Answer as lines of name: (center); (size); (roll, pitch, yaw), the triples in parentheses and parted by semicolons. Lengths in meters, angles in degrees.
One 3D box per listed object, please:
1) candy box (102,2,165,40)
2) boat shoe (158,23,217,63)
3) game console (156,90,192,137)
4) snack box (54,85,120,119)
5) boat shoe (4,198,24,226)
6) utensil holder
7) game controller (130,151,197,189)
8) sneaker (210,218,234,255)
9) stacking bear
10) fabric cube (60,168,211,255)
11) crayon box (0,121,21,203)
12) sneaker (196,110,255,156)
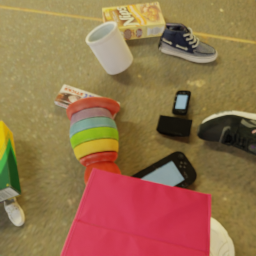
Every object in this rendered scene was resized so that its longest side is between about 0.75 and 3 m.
candy box: (0.200, -4.358, 11.514); (2.383, 0.659, 1.376); (-8, 60, -5)
boat shoe: (2.317, -3.254, 10.633); (2.323, 1.077, 0.867); (12, 57, 6)
game console: (1.675, -0.534, 9.584); (1.125, 0.230, 1.907); (9, 60, 14)
snack box: (-1.437, -0.851, 9.813); (2.175, 0.264, 0.782); (19, 63, 10)
boat shoe: (-3.336, 2.287, 8.015); (0.393, 0.385, 1.110); (-31, 65, -16)
utensil holder: (-0.621, -2.830, 10.033); (1.224, 1.440, 1.224); (-20, 41, 18)
game controller: (1.000, 1.568, 8.382); (2.122, 0.447, 1.107); (-28, 64, -13)
sneaker: (1.955, 3.376, 6.860); (1.231, 0.965, 2.477); (11, 55, -30)
stacking bear: (-0.920, 0.598, 8.352); (1.650, 1.546, 2.718); (-18, 71, 16)
fabric cube: (0.142, 2.890, 6.139); (2.659, 2.617, 2.667); (12, 47, 5)
crayon box: (-4.663, 1.288, 8.125); (2.665, 0.777, 2.299); (-20, 58, -6)
sneaker: (3.613, 0.230, 8.575); (2.864, 1.085, 1.254); (-3, 44, -1)
